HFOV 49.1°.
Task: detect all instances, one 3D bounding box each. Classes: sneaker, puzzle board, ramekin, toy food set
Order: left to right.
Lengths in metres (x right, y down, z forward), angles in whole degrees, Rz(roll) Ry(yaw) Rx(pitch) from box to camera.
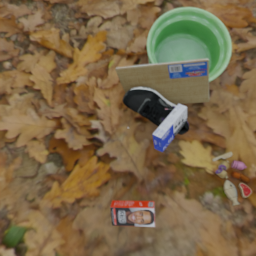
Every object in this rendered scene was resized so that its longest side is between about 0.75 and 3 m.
[{"bbox_3d":[0.980,-0.505,8.883,2.392,0.906,1.047,20,28,-23],"label":"sneaker"},{"bbox_3d":[1.187,-1.405,9.042,2.749,2.071,0.239,-3,60,15],"label":"puzzle board"},{"bbox_3d":[2.053,-2.647,10.049,2.857,1.395,2.857,0,79,0],"label":"ramekin"},{"bbox_3d":[3.440,1.566,9.018,1.034,0.256,1.627,-20,67,-9],"label":"toy food set"}]

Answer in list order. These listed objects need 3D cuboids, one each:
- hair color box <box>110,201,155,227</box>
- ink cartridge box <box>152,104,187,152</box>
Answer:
[{"bbox_3d":[0.127,2.176,7.109,1.099,0.336,0.558,-2,106,8],"label":"hair color box"},{"bbox_3d":[1.233,-0.010,8.115,0.306,0.650,1.383,26,58,30],"label":"ink cartridge box"}]
